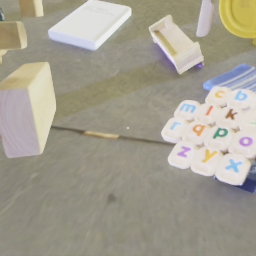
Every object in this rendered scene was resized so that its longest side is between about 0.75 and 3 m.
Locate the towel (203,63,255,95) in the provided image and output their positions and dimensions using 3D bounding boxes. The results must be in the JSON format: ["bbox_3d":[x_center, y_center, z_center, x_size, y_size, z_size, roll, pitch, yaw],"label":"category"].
[{"bbox_3d":[3.746,-1.058,7.550,2.053,0.338,2.836,-25,37,-29],"label":"towel"}]

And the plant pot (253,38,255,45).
[{"bbox_3d":[4.938,-3.324,9.978,0.720,0.817,0.817,17,48,29],"label":"plant pot"}]

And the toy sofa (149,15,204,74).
[{"bbox_3d":[1.613,-2.753,9.459,0.902,1.063,2.178,-30,50,6],"label":"toy sofa"}]

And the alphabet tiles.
[{"bbox_3d":[2.274,0.038,6.552,2.826,0.206,2.764,14,53,36],"label":"alphabet tiles"}]

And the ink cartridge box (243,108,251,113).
[{"bbox_3d":[4.536,0.385,6.605,2.767,0.563,2.772,-5,47,-4],"label":"ink cartridge box"}]

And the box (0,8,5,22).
[{"bbox_3d":[-5.552,-4.509,11.217,0.632,0.529,0.851,30,53,25],"label":"box"}]

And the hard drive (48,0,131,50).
[{"bbox_3d":[-1.394,-4.125,10.945,1.973,0.399,2.991,19,49,17],"label":"hard drive"}]

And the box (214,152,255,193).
[{"bbox_3d":[2.469,0.867,6.224,0.876,0.456,0.797,19,48,17],"label":"box"}]

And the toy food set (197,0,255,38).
[{"bbox_3d":[2.107,-2.125,4.687,1.864,1.097,0.609,1,27,8],"label":"toy food set"}]

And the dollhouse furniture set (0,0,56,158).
[{"bbox_3d":[-2.715,-1.352,4.554,2.426,2.977,2.831,-7,23,-6],"label":"dollhouse furniture set"}]
